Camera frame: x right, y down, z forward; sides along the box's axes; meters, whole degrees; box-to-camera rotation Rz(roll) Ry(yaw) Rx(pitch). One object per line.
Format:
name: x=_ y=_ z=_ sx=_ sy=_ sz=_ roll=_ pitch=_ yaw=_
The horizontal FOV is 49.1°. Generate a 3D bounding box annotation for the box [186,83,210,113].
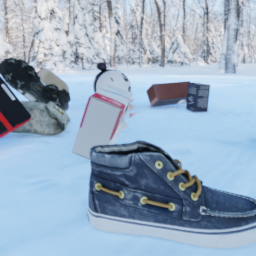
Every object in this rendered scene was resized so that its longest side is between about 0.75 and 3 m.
box: x=3.147 y=-1.381 z=12.703 sx=0.658 sy=1.262 sz=0.934 roll=-2 pitch=15 yaw=-15

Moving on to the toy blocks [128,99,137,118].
toy blocks: x=-0.180 y=-0.821 z=11.307 sx=0.676 sy=0.803 sz=0.750 roll=-23 pitch=20 yaw=-36

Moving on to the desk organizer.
desk organizer: x=2.132 y=-1.693 z=13.969 sx=2.318 sy=0.892 sz=0.831 roll=-8 pitch=-17 yaw=-25

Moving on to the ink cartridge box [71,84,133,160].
ink cartridge box: x=-0.546 y=-0.196 z=6.811 sx=0.785 sy=1.382 sz=1.896 roll=21 pitch=19 yaw=2

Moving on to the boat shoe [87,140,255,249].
boat shoe: x=0.645 y=0.813 z=3.721 sx=2.489 sy=1.130 sz=0.881 roll=2 pitch=13 yaw=6

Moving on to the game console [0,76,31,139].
game console: x=-3.608 y=-0.596 z=7.069 sx=0.287 sy=1.852 sz=1.637 roll=-30 pitch=9 yaw=41

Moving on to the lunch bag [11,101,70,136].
lunch bag: x=-2.704 y=-0.318 z=8.883 sx=1.695 sy=0.996 sz=1.390 roll=7 pitch=11 yaw=-9

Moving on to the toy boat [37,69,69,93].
toy boat: x=-3.679 y=-1.722 z=12.748 sx=1.305 sy=1.303 sz=1.997 roll=1 pitch=-26 yaw=35

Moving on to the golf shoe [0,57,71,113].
golf shoe: x=-3.531 y=-1.355 z=10.326 sx=2.973 sy=1.405 sz=1.156 roll=37 pitch=60 yaw=3

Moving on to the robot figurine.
robot figurine: x=-0.766 y=-1.909 z=12.968 sx=1.962 sy=1.630 sz=2.611 roll=21 pitch=7 yaw=-17

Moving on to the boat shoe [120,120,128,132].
boat shoe: x=-0.369 y=-0.525 z=8.957 sx=0.557 sy=0.610 sz=1.696 roll=-19 pitch=40 yaw=2
